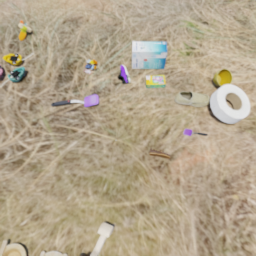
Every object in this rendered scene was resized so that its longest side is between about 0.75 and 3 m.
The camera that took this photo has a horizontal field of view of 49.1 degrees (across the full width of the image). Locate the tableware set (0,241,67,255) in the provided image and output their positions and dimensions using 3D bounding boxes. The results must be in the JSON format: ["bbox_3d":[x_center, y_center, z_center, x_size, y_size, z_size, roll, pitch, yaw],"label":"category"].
[{"bbox_3d":[-3.313,4.892,8.767,2.726,0.316,2.277,12,63,6],"label":"tableware set"}]

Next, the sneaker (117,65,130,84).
[{"bbox_3d":[-0.272,-2.408,12.621,0.493,0.345,0.992,-16,63,-10],"label":"sneaker"}]

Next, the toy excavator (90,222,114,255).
[{"bbox_3d":[-1.242,4.295,8.708,1.085,2.173,2.113,21,108,9],"label":"toy excavator"}]

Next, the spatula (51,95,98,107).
[{"bbox_3d":[-2.291,-1.111,12.007,2.055,0.211,0.581,-5,55,-1],"label":"spatula"}]

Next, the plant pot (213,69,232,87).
[{"bbox_3d":[4.059,-2.156,12.295,0.798,0.566,0.798,-1,94,-20],"label":"plant pot"}]

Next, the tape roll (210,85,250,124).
[{"bbox_3d":[4.171,-0.973,11.496,1.578,0.552,1.578,7,67,-17],"label":"tape roll"}]

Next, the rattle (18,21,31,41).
[{"bbox_3d":[-5.287,-4.872,14.049,0.670,0.735,1.029,-10,40,-41],"label":"rattle"}]

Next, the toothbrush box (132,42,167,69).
[{"bbox_3d":[0.934,-3.261,12.639,1.531,1.121,0.653,2,61,0],"label":"toothbrush box"}]

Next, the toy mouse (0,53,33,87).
[{"bbox_3d":[-5.420,-2.488,12.625,2.170,0.420,1.928,-1,62,0],"label":"toy mouse"}]

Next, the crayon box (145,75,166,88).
[{"bbox_3d":[1.218,-2.058,12.493,0.867,0.253,0.515,-2,62,-1],"label":"crayon box"}]

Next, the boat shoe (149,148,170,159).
[{"bbox_3d":[1.231,0.971,10.860,0.821,0.289,0.289,13,60,6],"label":"boat shoe"}]

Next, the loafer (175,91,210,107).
[{"bbox_3d":[2.764,-1.249,11.914,1.505,0.514,0.570,1,62,1],"label":"loafer"}]

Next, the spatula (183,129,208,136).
[{"bbox_3d":[2.748,0.221,11.337,0.974,0.275,0.100,7,19,-3],"label":"spatula"}]

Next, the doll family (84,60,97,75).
[{"bbox_3d":[-1.693,-2.863,12.843,0.537,0.390,0.865,11,63,6],"label":"doll family"}]
